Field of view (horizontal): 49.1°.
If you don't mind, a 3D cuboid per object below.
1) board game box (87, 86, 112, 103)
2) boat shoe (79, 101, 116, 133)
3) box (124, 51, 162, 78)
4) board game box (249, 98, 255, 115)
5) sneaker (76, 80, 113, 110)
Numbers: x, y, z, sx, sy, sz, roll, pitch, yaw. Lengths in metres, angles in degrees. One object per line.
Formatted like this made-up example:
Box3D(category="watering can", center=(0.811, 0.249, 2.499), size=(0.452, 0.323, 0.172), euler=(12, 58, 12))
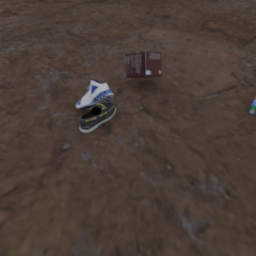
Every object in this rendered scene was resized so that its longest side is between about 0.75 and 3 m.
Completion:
Box3D(category="board game box", center=(-1.032, -1.199, 10.297), size=(0.880, 0.595, 0.152), euler=(11, 48, 16))
Box3D(category="boat shoe", center=(-1.003, -0.494, 9.570), size=(0.618, 0.522, 1.734), euler=(23, 44, 25))
Box3D(category="box", center=(0.580, -2.451, 10.995), size=(0.953, 0.943, 1.149), euler=(-10, 11, -44))
Box3D(category="board game box", center=(5.404, -0.954, 10.275), size=(1.336, 0.340, 1.974), euler=(24, 45, 26))
Box3D(category="sneaker", center=(-1.205, -1.212, 9.834), size=(1.415, 0.572, 0.817), euler=(-24, 74, 23))
